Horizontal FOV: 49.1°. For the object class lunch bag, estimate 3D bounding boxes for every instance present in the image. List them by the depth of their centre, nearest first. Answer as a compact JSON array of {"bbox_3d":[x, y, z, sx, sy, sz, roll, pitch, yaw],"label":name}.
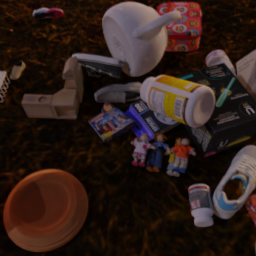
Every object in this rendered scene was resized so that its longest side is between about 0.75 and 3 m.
[{"bbox_3d":[4.086,2.430,8.096,1.033,0.481,1.173,-13,56,-9],"label":"lunch bag"},{"bbox_3d":[2.097,-4.636,12.799,2.372,1.103,2.693,4,55,8],"label":"lunch bag"}]

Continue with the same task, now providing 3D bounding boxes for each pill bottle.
[{"bbox_3d":[2.119,2.246,8.125,0.628,0.628,1.085,1,53,1],"label":"pill bottle"},{"bbox_3d":[1.405,-0.900,8.556,1.214,1.214,2.223,-37,40,-23],"label":"pill bottle"},{"bbox_3d":[3.756,-2.329,11.240,0.848,0.848,1.497,-9,55,-6],"label":"pill bottle"}]

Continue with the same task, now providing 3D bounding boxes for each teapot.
[{"bbox_3d":[0.534,-3.588,10.835,2.187,2.955,2.994,-29,56,-12],"label":"teapot"}]

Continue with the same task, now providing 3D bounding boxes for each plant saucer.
[{"bbox_3d":[-2.438,2.287,8.220,2.464,0.461,2.464,0,55,1],"label":"plant saucer"}]

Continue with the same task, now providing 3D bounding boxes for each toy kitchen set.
[{"bbox_3d":[-2.731,-1.673,10.254,1.882,1.702,2.087,2,54,1],"label":"toy kitchen set"}]

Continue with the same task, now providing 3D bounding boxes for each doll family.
[{"bbox_3d":[1.171,0.806,9.129,2.139,0.964,1.328,6,62,24],"label":"doll family"}]

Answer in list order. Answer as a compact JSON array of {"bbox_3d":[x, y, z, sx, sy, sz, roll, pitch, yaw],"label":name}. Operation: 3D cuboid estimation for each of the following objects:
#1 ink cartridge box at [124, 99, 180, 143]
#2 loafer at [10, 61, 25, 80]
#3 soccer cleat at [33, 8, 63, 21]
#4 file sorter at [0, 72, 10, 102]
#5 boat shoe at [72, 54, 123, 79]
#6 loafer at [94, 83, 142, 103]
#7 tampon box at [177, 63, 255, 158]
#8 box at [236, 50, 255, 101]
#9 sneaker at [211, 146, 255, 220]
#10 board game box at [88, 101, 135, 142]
[{"bbox_3d":[0.791,-0.393,10.109,1.584,0.344,1.569,-30,60,-12],"label":"ink cartridge box"},{"bbox_3d":[-4.622,-2.408,11.613,0.372,0.335,0.982,11,55,8],"label":"loafer"},{"bbox_3d":[-3.970,-5.725,13.852,1.483,0.518,0.640,-9,55,-6],"label":"soccer cleat"},{"bbox_3d":[-5.122,-1.589,10.839,0.728,0.653,1.049,1,55,1],"label":"file sorter"},{"bbox_3d":[-1.344,-2.469,11.239,2.572,0.819,0.909,17,11,36],"label":"boat shoe"},{"bbox_3d":[-0.287,-1.263,10.594,1.950,0.682,0.680,-13,47,-10],"label":"loafer"},{"bbox_3d":[2.929,-0.626,9.574,1.885,1.588,2.515,-16,56,-11],"label":"tampon box"},{"bbox_3d":[4.676,-1.463,10.152,0.863,1.037,2.525,17,60,-24],"label":"box"},{"bbox_3d":[3.442,1.486,8.401,1.012,1.069,2.646,29,60,20],"label":"sneaker"},{"bbox_3d":[-0.679,-0.263,9.939,1.311,0.404,1.310,-31,64,-20],"label":"board game box"}]
